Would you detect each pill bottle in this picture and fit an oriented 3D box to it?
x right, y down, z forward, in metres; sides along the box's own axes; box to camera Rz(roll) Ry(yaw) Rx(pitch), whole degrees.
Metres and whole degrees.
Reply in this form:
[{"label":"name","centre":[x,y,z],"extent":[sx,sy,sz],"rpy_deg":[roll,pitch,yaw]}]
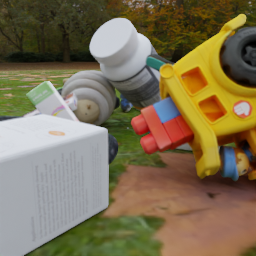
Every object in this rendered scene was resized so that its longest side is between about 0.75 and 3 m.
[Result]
[{"label":"pill bottle","centre":[0.175,-1.808,8.482],"extent":[1.634,1.634,2.808],"rpy_deg":[10,-20,35]}]

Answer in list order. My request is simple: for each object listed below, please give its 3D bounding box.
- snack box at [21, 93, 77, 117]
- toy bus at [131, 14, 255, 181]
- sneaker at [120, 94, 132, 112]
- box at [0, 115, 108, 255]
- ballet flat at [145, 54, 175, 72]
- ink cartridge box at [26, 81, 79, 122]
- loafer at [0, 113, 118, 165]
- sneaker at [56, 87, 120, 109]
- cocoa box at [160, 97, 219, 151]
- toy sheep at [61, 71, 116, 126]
[{"label":"snack box","centre":[-2.363,-0.311,7.542],"extent":[2.090,0.254,0.751],"rpy_deg":[-24,29,4]},{"label":"toy bus","centre":[1.564,-0.038,4.872],"extent":[2.684,2.796,1.897],"rpy_deg":[-29,-16,-2]},{"label":"sneaker","centre":[0.019,-1.060,11.658],"extent":[0.555,0.565,1.467],"rpy_deg":[-33,27,19]},{"label":"box","centre":[-1.662,0.697,3.500],"extent":[1.575,1.234,2.532],"rpy_deg":[12,18,38]},{"label":"ballet flat","centre":[0.993,-1.429,6.647],"extent":[1.225,0.417,0.419],"rpy_deg":[36,43,12]},{"label":"ink cartridge box","centre":[-1.560,-0.279,6.345],"extent":[0.517,1.537,0.900],"rpy_deg":[-35,14,-3]},{"label":"loafer","centre":[-1.608,0.242,5.348],"extent":[2.871,1.008,0.975],"rpy_deg":[3,46,19]},{"label":"sneaker","centre":[-1.598,-0.990,10.369],"extent":[2.944,1.130,1.233],"rpy_deg":[-11,14,-32]},{"label":"cocoa box","centre":[1.773,-0.421,7.400],"extent":[1.487,1.463,2.230],"rpy_deg":[5,15,20]},{"label":"toy sheep","centre":[-1.271,-0.976,8.913],"extent":[1.891,1.891,2.743],"rpy_deg":[2,40,6]}]
